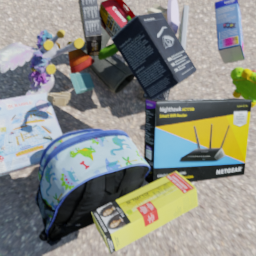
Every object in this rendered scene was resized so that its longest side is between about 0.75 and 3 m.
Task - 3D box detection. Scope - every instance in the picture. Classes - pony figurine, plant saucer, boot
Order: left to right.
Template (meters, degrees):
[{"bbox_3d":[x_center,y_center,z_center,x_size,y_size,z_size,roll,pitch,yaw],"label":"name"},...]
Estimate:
[{"bbox_3d":[-2.674,-2.059,8.622,2.266,1.955,2.348,-50,29,-19],"label":"pony figurine"},{"bbox_3d":[-1.385,-1.425,8.701,0.166,1.749,0.611,-18,99,12],"label":"plant saucer"},{"bbox_3d":[-0.717,-3.043,12.077,2.705,0.982,2.460,35,81,25],"label":"boot"}]

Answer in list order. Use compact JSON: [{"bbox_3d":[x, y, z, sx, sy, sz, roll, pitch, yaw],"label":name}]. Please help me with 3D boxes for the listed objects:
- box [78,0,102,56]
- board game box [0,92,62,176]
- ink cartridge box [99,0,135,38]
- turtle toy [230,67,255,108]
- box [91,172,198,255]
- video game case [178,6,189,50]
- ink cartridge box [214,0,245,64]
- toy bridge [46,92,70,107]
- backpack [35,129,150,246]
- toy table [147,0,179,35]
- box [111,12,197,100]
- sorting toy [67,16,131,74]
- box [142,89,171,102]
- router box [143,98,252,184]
[{"bbox_3d":[-1.310,-3.818,9.271,0.583,1.915,2.375,-9,87,-6],"label":"box"},{"bbox_3d":[-2.884,0.115,7.651,1.972,0.406,1.967,-15,76,-32],"label":"board game box"},{"bbox_3d":[-0.371,-3.680,9.590,0.583,1.221,1.391,-35,81,-22],"label":"ink cartridge box"},{"bbox_3d":[3.827,-1.415,8.889,0.740,1.067,1.465,-26,54,-29],"label":"turtle toy"},{"bbox_3d":[0.401,1.812,6.247,2.274,0.570,0.856,-21,30,-18],"label":"box"},{"bbox_3d":[1.899,-3.144,9.913,0.187,1.549,1.699,5,87,5],"label":"video game case"},{"bbox_3d":[3.266,-3.226,9.012,0.729,1.303,1.909,-7,79,26],"label":"ink cartridge box"},{"bbox_3d":[-1.827,-0.774,7.289,0.540,1.607,0.219,6,101,-10],"label":"toy bridge"},{"bbox_3d":[-1.006,1.197,7.043,2.548,2.784,2.046,-10,56,-34],"label":"backpack"},{"bbox_3d":[1.371,-4.169,10.636,0.889,1.395,1.517,-4,63,26],"label":"toy table"},{"bbox_3d":[0.777,-2.052,7.896,2.068,1.079,1.530,58,38,-3],"label":"box"},{"bbox_3d":[-0.912,-2.809,9.235,2.866,0.987,0.994,-21,26,18],"label":"sorting toy"},{"bbox_3d":[1.239,-1.582,11.653,1.034,0.326,1.311,13,63,7],"label":"box"},{"bbox_3d":[1.832,0.309,7.437,2.873,0.734,2.143,-4,101,-21],"label":"router box"}]
